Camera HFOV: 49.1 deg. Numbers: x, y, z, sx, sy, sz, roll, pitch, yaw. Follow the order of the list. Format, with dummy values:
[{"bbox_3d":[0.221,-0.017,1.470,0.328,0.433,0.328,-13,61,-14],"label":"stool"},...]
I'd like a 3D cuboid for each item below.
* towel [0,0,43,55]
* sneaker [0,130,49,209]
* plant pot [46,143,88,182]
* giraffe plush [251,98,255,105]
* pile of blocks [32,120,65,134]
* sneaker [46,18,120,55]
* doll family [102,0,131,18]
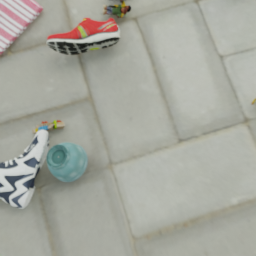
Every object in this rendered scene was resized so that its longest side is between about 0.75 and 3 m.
[{"bbox_3d":[-4.695,-3.946,10.266,1.985,0.406,2.713,38,83,7],"label":"towel"},{"bbox_3d":[-3.592,1.105,8.823,1.640,1.006,2.520,18,89,-5],"label":"sneaker"},{"bbox_3d":[-1.951,0.959,8.483,1.227,0.822,1.227,-6,67,16],"label":"plant pot"},{"bbox_3d":[4.771,-0.872,9.330,0.917,0.862,1.063,-34,80,-7],"label":"giraffe plush"},{"bbox_3d":[-2.686,-0.095,9.373,1.129,0.463,0.351,-12,78,-2],"label":"pile of blocks"},{"bbox_3d":[-1.562,-3.236,9.678,2.521,0.971,1.070,-11,82,-11],"label":"sneaker"},{"bbox_3d":[-0.314,-4.638,10.241,1.035,0.703,1.791,2,75,5],"label":"doll family"}]
